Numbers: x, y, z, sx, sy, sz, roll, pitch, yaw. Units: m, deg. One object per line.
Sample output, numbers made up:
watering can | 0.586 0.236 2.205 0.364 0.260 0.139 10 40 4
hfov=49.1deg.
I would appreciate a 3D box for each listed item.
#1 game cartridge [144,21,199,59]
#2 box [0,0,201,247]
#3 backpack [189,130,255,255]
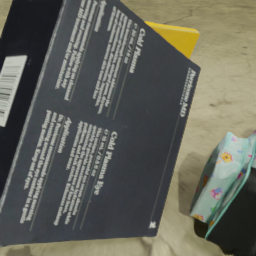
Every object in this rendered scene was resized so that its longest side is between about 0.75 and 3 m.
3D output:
game cartridge | 0.623 -1.861 7.876 2.401 2.117 0.390 -2 40 -29
box | -0.506 -0.049 3.795 1.417 2.721 2.478 12 -7 45
backpack | 1.900 0.864 4.383 1.429 1.639 1.864 30 38 25
